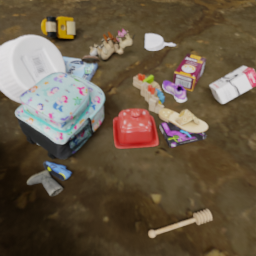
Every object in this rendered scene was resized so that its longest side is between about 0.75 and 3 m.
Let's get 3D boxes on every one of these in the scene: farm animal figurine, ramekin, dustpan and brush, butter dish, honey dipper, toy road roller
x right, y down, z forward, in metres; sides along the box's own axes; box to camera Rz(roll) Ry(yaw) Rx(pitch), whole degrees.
[{"bbox_3d":[-0.808,-4.239,14.758,2.006,1.057,2.028,-41,36,-16],"label":"farm animal figurine"},{"bbox_3d":[-4.015,-2.469,11.780,1.371,2.812,2.812,-6,35,44],"label":"ramekin"},{"bbox_3d":[1.809,-4.767,15.760,1.710,0.489,1.194,0,59,8],"label":"dustpan and brush"},{"bbox_3d":[0.269,-0.178,10.869,1.718,1.273,1.722,-4,48,-3],"label":"butter dish"},{"bbox_3d":[1.581,2.973,8.617,2.021,0.384,0.384,-15,49,-8],"label":"honey dipper"},{"bbox_3d":[-4.021,-5.686,15.930,1.817,1.116,1.326,-9,18,-35],"label":"toy road roller"}]

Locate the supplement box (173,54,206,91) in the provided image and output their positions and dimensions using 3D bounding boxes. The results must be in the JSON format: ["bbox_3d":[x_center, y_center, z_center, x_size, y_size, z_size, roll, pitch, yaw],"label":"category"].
[{"bbox_3d":[2.962,-2.703,13.536,1.013,0.787,1.837,21,50,18],"label":"supplement box"}]

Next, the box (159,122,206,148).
[{"bbox_3d":[2.178,0.145,11.240,1.559,0.281,1.114,-12,48,-11],"label":"box"}]

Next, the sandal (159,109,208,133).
[{"bbox_3d":[2.147,-0.438,11.086,2.052,0.675,0.752,21,56,23],"label":"sandal"}]

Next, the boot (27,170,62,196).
[{"bbox_3d":[-2.849,1.972,9.559,0.889,0.355,0.978,-30,60,-23],"label":"boot"}]

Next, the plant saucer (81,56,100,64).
[{"bbox_3d":[-1.808,-3.312,13.508,0.921,0.921,0.169,-1,86,-1],"label":"plant saucer"}]

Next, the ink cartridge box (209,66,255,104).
[{"bbox_3d":[4.505,-1.851,12.035,1.725,0.719,1.253,-30,15,11],"label":"ink cartridge box"}]

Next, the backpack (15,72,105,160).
[{"bbox_3d":[-2.365,-0.709,10.506,2.660,2.256,2.996,30,51,19],"label":"backpack"}]

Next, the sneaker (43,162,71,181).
[{"bbox_3d":[-2.527,1.478,9.993,1.108,0.365,0.434,25,41,21],"label":"sneaker"}]

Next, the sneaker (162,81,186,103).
[{"bbox_3d":[2.149,-1.813,12.818,0.591,0.649,1.469,-27,52,-21],"label":"sneaker"}]

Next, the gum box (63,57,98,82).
[{"bbox_3d":[-2.662,-2.810,13.891,1.879,0.419,1.597,12,48,10],"label":"gum box"}]

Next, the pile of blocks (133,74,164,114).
[{"bbox_3d":[1.087,-1.765,12.656,1.067,0.808,2.600,-16,50,-14],"label":"pile of blocks"}]
